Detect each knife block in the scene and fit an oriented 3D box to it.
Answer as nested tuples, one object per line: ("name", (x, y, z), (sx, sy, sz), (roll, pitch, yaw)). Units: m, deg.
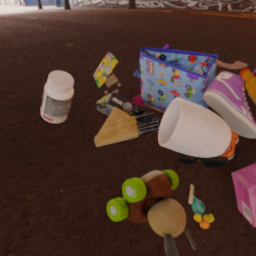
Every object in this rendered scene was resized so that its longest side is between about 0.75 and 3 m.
("knife block", (0.014, 0.132, 8.755), (1.575, 0.574, 1.794), (31, 80, 4))

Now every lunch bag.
("lunch bag", (1.494, -1.607, 10.105), (2.901, 2.184, 1.365), (18, 50, 23))

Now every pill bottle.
("pill bottle", (-2.322, -0.998, 9.221), (0.928, 1.629, 0.928), (14, 45, -14))

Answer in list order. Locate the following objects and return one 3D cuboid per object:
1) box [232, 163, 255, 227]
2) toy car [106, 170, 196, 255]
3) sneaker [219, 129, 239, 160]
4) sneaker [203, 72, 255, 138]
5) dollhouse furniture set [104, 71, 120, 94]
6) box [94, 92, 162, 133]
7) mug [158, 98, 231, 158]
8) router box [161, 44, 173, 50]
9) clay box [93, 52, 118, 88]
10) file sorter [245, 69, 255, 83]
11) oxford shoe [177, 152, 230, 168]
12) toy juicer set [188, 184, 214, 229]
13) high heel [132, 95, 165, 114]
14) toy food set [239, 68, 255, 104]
("box", (3.568, 1.559, 7.102), (1.493, 1.313, 0.722), (-22, 25, -4))
("toy car", (0.624, 1.763, 5.444), (1.311, 1.259, 1.596), (-3, 47, -46))
("sneaker", (4.325, 0.386, 12.117), (0.866, 1.251, 2.232), (15, 35, 23))
("sneaker", (3.561, -0.780, 8.888), (1.374, 2.409, 0.873), (-55, 23, -18))
("dollhouse furniture set", (-0.705, -1.592, 10.328), (0.697, 0.818, 0.399), (-34, 5, -3))
("box", (-0.030, -0.486, 10.073), (2.108, 0.467, 1.689), (28, -12, -18))
("mug", (1.807, 0.122, 7.901), (1.659, 1.397, 1.892), (19, -10, -11))
("router box", (1.855, -2.542, 12.227), (1.916, 0.656, 2.569), (40, -3, -9))
("clay box", (-0.855, -2.017, 9.798), (0.278, 1.168, 0.671), (28, 20, -30))
("file sorter", (4.969, -1.428, 9.867), (0.921, 0.831, 1.325), (17, 24, -45))
("oxford shoe", (2.510, 0.877, 9.231), (1.704, 0.619, 0.719), (11, 59, 1))
("toy juicer set", (1.815, 2.176, 7.482), (0.310, 1.140, 0.725), (-33, -3, 34))
("high heel", (1.146, -0.882, 11.663), (1.961, 0.661, 0.941), (6, 47, -7))
("toy food set", (4.848, -1.233, 8.674), (2.919, 1.393, 1.313), (-13, 56, -11))
